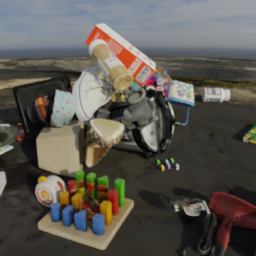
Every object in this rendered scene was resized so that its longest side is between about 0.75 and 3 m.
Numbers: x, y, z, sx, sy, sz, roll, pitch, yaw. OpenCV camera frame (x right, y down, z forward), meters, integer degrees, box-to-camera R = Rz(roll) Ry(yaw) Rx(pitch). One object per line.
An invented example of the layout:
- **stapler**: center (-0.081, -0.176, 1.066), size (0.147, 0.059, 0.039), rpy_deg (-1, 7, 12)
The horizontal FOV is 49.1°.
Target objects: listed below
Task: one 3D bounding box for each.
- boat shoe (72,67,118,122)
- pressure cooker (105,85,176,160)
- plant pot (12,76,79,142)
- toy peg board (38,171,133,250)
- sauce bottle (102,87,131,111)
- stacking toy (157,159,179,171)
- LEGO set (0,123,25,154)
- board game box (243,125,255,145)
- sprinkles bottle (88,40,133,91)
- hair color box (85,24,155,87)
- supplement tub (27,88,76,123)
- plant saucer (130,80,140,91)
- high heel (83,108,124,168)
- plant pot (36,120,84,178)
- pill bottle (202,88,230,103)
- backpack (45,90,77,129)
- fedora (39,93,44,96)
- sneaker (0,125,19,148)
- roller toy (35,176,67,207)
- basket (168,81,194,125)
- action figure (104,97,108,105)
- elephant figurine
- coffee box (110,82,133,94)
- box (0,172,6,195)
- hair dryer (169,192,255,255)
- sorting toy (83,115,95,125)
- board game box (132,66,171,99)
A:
- **boat shoe**: center (-0.903, -1.222, 8.794), size (1.171, 1.014, 2.746), rpy_deg (-13, 32, 13)
- **pressure cooker**: center (0.517, -0.236, 10.110), size (2.495, 2.194, 2.228), rpy_deg (5, 55, 43)
- **plant pot**: center (-3.106, -0.776, 10.688), size (2.318, 2.323, 2.061), rpy_deg (-14, 5, -13)
- **toy peg board**: center (-0.985, 1.814, 6.837), size (1.755, 0.858, 1.748), rpy_deg (8, 21, 21)
- **sauce bottle**: center (-0.423, -0.985, 9.527), size (0.417, 1.264, 0.417), rpy_deg (38, -5, 4)
- **stacking toy**: center (1.338, 1.223, 9.524), size (0.572, 0.178, 0.759), rpy_deg (-3, 19, -7)
- **LEGO set**: center (-5.045, 0.276, 11.613), size (1.817, 0.597, 2.432), rpy_deg (11, 25, 26)
- **board game box**: center (5.944, 0.277, 12.065), size (1.277, 0.286, 2.438), rpy_deg (12, 22, 35)
- **sprinkles bottle**: center (-0.550, -1.884, 8.344), size (0.632, 0.632, 1.853), rpy_deg (-12, 51, -31)
- **hair color box**: center (-0.202, -2.545, 9.687), size (2.387, 0.763, 1.324), rpy_deg (35, 22, -8)
- **supplement tub**: center (-2.447, -0.697, 9.308), size (1.660, 0.888, 0.888), rpy_deg (-19, 22, -5)
- **plant saucer**: center (0.174, -1.460, 9.359), size (0.305, 0.083, 0.874), rpy_deg (-12, 51, -40)
- **high heel**: center (-0.838, 0.685, 8.107), size (1.000, 1.996, 2.801), rpy_deg (12, 14, -12)
- **plant pot**: center (-2.163, 0.643, 9.065), size (1.315, 1.486, 1.484), rpy_deg (0, 21, -3)
- **pill bottle**: center (5.536, -2.057, 17.663), size (1.533, 0.917, 0.917), rpy_deg (2, 20, 4)
- **backpack**: center (-1.750, -0.539, 7.266), size (0.728, 0.960, 1.150), rpy_deg (3, -18, -21)
- **fedora**: center (-4.847, -1.561, 16.284), size (1.729, 0.883, 1.955), rpy_deg (-1, 11, -10)
- **sneaker**: center (-5.281, 0.556, 10.119), size (2.582, 0.858, 1.168), rpy_deg (-12, 19, -1)
- **roller toy**: center (-2.047, 1.677, 7.388), size (0.720, 0.789, 0.551), rpy_deg (20, 25, 19)
- **basket**: center (2.205, -1.179, 13.200), size (1.729, 1.961, 1.364), rpy_deg (7, 6, -31)
- **action figure**: center (-0.837, -1.019, 12.047), size (2.713, 0.885, 1.343), rpy_deg (19, 24, -39)
- **elephant figurine**: center (0.304, -0.724, 8.332), size (1.104, 1.007, 1.423), rpy_deg (11, 64, -3)
- **coffee box**: center (0.594, -2.288, 13.781), size (1.786, 1.806, 1.803), rpy_deg (50, 28, 23)
- **box**: center (-4.274, 1.839, 7.443), size (1.533, 0.405, 1.966), rpy_deg (-3, 21, -11)
- **hair dryer**: center (2.192, 2.245, 6.372), size (2.366, 0.643, 1.802), rpy_deg (-6, 39, -7)
- **sorting toy**: center (-1.805, -0.558, 13.454), size (0.615, 1.151, 1.036), rpy_deg (-25, -8, 19)
- **board game box**: center (0.710, -1.275, 11.450), size (0.500, 2.569, 2.030), rpy_deg (-10, 24, -42)
